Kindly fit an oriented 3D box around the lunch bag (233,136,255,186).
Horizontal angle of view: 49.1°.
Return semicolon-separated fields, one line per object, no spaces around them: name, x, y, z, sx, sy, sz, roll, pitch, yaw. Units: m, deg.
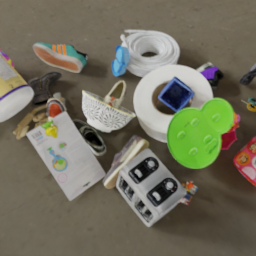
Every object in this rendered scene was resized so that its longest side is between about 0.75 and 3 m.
lunch bag;4.901;1.097;9.446;2.135;0.875;1.881;-48;59;12

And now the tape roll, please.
tape roll;1.730;-0.947;10.886;2.978;1.041;2.978;-5;66;10

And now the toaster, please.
toaster;0.633;1.920;8.842;1.202;2.026;1.832;-32;69;-24

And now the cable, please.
cable;1.004;-3.462;13.168;2.733;0.946;2.734;0;56;-1

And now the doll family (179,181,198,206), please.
doll family;1.957;2.208;9.590;0.538;0.390;0.866;31;78;12

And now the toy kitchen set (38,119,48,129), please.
toy kitchen set;-3.199;-0.091;11.204;0.758;0.684;0.619;27;52;-31

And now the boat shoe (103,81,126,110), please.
boat shoe;-0.585;-1.021;10.830;0.706;0.620;1.982;24;53;5

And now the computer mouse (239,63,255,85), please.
computer mouse;6.295;-1.595;11.793;2.898;1.589;0.636;48;35;16

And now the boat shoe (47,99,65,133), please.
boat shoe;-2.604;-0.185;10.278;0.659;1.852;0.580;-2;36;-5

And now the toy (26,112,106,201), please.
toy;-2.177;0.971;9.880;1.558;0.639;2.705;-34;98;-23

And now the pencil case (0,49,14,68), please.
pencil case;-6.146;-2.329;12.314;1.078;1.078;2.439;18;57;12

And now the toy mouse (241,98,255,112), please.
toy mouse;5.404;-0.917;11.754;1.193;0.231;1.060;42;49;19

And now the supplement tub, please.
supplement tub;-5.270;-1.772;10.804;1.972;1.972;2.713;-43;94;-26

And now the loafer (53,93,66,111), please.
loafer;-2.833;-1.131;11.877;0.367;0.367;1.051;-30;59;-11

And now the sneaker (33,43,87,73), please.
sneaker;-3.158;-3.475;13.244;2.636;0.941;1.053;24;55;9

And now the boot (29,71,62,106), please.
boot;-3.515;-1.664;12.214;1.608;0.557;1.400;-22;62;-8

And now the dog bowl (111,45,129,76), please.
dog bowl;-0.336;-2.985;12.510;0.358;1.446;0.806;-10;51;-29

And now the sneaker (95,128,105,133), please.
sneaker;-0.775;-0.308;11.285;0.488;0.436;1.221;30;68;18

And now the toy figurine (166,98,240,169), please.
toy figurine;3.066;0.015;9.804;2.467;2.681;2.013;-8;56;-46

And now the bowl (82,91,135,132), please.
bowl;-0.886;-0.476;10.290;2.124;2.124;0.997;29;98;19

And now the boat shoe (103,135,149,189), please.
boat shoe;-0.167;1.164;9.811;0.693;0.769;2.138;39;89;32

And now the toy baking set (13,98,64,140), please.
toy baking set;-3.446;-0.348;11.021;1.749;0.265;2.279;1;45;29

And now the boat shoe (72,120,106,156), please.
boat shoe;-1.549;0.225;10.762;0.690;0.621;1.952;-39;63;-24

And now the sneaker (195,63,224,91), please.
sneaker;3.313;-1.972;12.192;2.326;0.809;1.157;-37;64;-23

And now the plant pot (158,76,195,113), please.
plant pot;1.733;-1.267;10.144;0.949;0.949;0.853;36;24;-7
